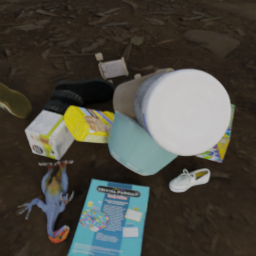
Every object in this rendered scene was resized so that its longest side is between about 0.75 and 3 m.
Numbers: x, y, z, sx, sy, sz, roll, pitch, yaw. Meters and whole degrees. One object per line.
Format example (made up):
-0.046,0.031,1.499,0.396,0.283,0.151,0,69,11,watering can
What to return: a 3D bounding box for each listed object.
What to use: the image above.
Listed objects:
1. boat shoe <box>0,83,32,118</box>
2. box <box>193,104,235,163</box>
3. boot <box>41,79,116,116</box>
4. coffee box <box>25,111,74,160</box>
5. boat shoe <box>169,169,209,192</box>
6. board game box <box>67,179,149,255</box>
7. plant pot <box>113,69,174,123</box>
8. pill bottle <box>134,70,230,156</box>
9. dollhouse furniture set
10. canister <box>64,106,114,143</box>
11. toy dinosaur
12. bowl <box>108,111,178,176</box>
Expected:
-4.353,-1.046,9.922,0.726,2.208,0.789,16,76,28,boat shoe
2.592,-0.034,9.762,1.785,1.130,1.853,15,46,15,box
-1.854,-0.963,10.837,2.636,0.992,1.971,-2,39,7,boot
-2.620,0.247,9.494,1.083,1.094,1.095,14,45,14,coffee box
1.896,1.528,8.519,1.344,0.573,0.496,-11,45,-13,boat shoe
-0.416,2.544,7.484,1.697,0.527,2.248,7,44,7,board game box
0.633,-0.922,10.172,2.011,2.318,2.318,1,41,25,plant pot
1.024,-0.488,6.639,1.675,1.675,2.945,-4,10,-5,pill bottle
-0.332,-2.096,11.280,1.627,1.907,0.931,-7,41,18,dollhouse furniture set
-1.087,-0.059,9.363,1.813,0.785,1.347,8,32,-49,canister
-1.903,1.998,7.848,1.222,2.327,2.112,-6,81,10,toy dinosaur
0.311,0.587,8.602,2.348,2.348,1.228,35,95,31,bowl
